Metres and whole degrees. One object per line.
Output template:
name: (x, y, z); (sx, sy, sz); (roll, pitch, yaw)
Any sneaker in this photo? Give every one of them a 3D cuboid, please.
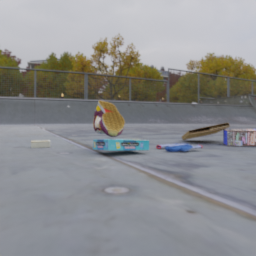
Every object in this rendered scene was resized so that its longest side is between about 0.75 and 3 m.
sneaker: (-0.772, -0.091, 10.309); (0.896, 1.077, 2.390); (13, 24, -18)

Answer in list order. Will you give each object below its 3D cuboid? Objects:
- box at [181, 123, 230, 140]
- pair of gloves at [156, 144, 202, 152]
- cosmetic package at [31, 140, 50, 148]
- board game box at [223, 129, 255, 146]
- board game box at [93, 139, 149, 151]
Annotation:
box: (3.715, 0.208, 13.813); (1.895, 0.247, 2.318); (-12, -8, 1)
pair of gloves: (1.927, 0.752, 10.609); (1.439, 0.204, 1.790); (-2, 2, -12)
cosmetic package: (-3.603, 0.669, 11.552); (0.763, 0.279, 0.395); (-2, 3, -15)
board game box: (5.017, 0.427, 12.396); (1.405, 0.680, 1.120); (0, 2, 10)
board game box: (-0.251, 0.575, 9.566); (1.557, 0.365, 1.176); (3, -4, -32)
